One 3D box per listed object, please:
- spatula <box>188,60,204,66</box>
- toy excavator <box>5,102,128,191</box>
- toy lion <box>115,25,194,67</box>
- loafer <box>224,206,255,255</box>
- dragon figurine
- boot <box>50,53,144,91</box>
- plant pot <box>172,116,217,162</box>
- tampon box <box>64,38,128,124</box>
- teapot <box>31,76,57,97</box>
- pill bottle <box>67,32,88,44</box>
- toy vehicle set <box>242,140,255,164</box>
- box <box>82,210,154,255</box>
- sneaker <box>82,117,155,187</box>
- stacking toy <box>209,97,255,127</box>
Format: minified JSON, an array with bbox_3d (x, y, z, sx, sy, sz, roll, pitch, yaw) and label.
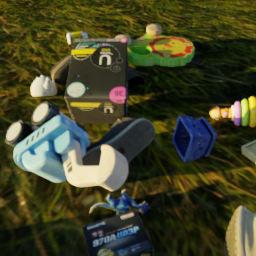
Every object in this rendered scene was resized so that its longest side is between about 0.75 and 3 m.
[{"bbox_3d":[2.031,-2.961,11.582,2.471,0.254,0.698,30,49,31],"label":"spatula"},{"bbox_3d":[-1.318,0.610,5.949,2.480,1.274,2.551,-33,48,14],"label":"toy excavator"},{"bbox_3d":[1.180,-3.139,11.311,2.702,0.928,2.590,-27,51,-26],"label":"toy lion"},{"bbox_3d":[2.142,2.461,4.757,0.778,0.862,2.279,8,50,8],"label":"loafer"},{"bbox_3d":[-0.174,1.700,5.965,1.242,0.366,0.618,-12,42,-16],"label":"dragon figurine"},{"bbox_3d":[-1.025,-1.796,9.688,2.827,1.095,1.955,-26,56,-20],"label":"boot"},{"bbox_3d":[1.742,0.257,7.315,0.809,0.900,0.900,-4,40,-16],"label":"plant pot"},{"bbox_3d":[-0.834,-1.382,8.335,1.646,1.386,2.196,0,60,1],"label":"tampon box"},{"bbox_3d":[-2.796,-1.388,9.220,0.897,0.655,0.886,-2,10,10],"label":"teapot"},{"bbox_3d":[-2.313,-4.116,12.776,0.879,0.480,0.480,-15,42,-17],"label":"pill bottle"},{"bbox_3d":[4.014,0.481,7.025,1.858,0.246,1.154,-22,30,-8],"label":"toy vehicle set"},{"bbox_3d":[-0.217,2.199,5.442,1.174,0.270,0.933,-13,42,-15],"label":"box"},{"bbox_3d":[-0.494,0.564,7.126,2.357,0.882,1.252,-33,17,-13],"label":"sneaker"},{"bbox_3d":[3.423,-0.449,8.151,2.028,1.177,1.113,0,38,17],"label":"stacking toy"}]
